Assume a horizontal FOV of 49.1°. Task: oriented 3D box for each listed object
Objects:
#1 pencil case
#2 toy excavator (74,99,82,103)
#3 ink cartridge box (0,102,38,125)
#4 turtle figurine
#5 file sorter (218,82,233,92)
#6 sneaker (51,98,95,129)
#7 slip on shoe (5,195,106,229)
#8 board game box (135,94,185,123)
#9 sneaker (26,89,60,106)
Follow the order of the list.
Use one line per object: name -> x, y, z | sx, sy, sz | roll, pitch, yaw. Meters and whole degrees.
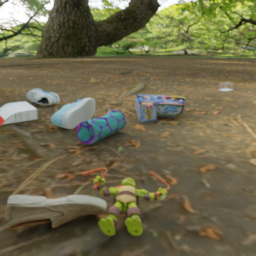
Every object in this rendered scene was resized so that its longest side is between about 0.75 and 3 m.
pencil case -> -0.912, -0.077, 9.781 | 0.879, 0.810, 1.903 | 48, 35, 14
toy excavator -> -2.249, -1.173, 13.634 | 0.419, 0.816, 0.839 | 2, 47, 8
ink cartridge box -> -5.206, -0.618, 11.963 | 2.182, 0.623, 1.774 | -7, 20, -34
turtle figurine -> -0.136, 1.446, 5.606 | 1.887, 0.608, 1.522 | 10, 27, 4
file sorter -> 6.309, -2.642, 18.027 | 0.808, 0.503, 0.560 | -12, 22, -32
sneaker -> -2.239, -0.723, 11.572 | 1.043, 0.941, 2.544 | 11, 21, 18
slip on shoe -> -1.336, 1.607, 5.284 | 1.839, 0.699, 0.557 | 6, 59, -13
board game box -> 1.272, -0.856, 12.309 | 2.345, 0.723, 2.343 | 4, 20, 11
sneaker -> -4.558, -1.523, 14.392 | 1.988, 0.745, 0.861 | 8, 25, 23
